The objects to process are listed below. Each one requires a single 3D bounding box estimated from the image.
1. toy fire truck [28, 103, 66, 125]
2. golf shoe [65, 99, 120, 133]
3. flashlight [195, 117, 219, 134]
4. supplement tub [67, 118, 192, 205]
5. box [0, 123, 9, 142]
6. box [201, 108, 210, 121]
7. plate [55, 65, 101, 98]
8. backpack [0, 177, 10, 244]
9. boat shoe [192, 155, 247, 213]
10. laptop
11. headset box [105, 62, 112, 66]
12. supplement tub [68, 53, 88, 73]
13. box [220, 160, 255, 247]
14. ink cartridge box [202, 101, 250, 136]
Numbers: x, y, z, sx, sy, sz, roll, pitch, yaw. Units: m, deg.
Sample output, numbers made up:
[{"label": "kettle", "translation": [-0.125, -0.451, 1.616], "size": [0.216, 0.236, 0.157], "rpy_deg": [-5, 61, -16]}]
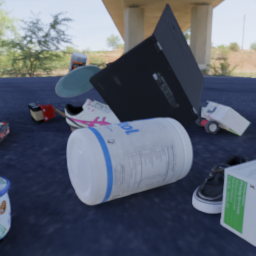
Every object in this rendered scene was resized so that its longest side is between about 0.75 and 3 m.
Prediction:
[{"label": "toy fire truck", "translation": [-3.575, -0.693, 12.778], "size": [1.599, 1.029, 1.407], "rpy_deg": [-18, 19, -24]}, {"label": "golf shoe", "translation": [-0.878, -0.339, 8.135], "size": [2.219, 1.022, 0.806], "rpy_deg": [-4, 35, 22]}, {"label": "flashlight", "translation": [3.091, -0.132, 11.120], "size": [0.518, 0.520, 1.531], "rpy_deg": [42, 3, -12]}, {"label": "supplement tub", "translation": [0.017, 0.616, 5.843], "size": [2.267, 1.496, 1.496], "rpy_deg": [-9, 16, -31]}, {"label": "box", "translation": [-5.104, 0.288, 9.399], "size": [1.585, 0.437, 2.321], "rpy_deg": [-2, 14, -10]}, {"label": "box", "translation": [4.009, -0.622, 13.074], "size": [0.909, 0.498, 1.030], "rpy_deg": [1, 15, -2]}, {"label": "plate", "translation": [-2.090, -2.001, 11.760], "size": [2.124, 0.271, 2.124], "rpy_deg": [-27, -15, -8]}, {"label": "backpack", "translation": [-2.675, 1.129, 4.021], "size": [1.857, 1.502, 1.950], "rpy_deg": [5, 7, -27]}, {"label": "boat shoe", "translation": [1.975, 1.041, 5.733], "size": [0.732, 0.694, 2.094], "rpy_deg": [13, 18, 42]}, {"label": "laptop", "translation": [0.801, -1.394, 8.062], "size": [2.992, 2.802, 1.734], "rpy_deg": [-34, 30, 5]}, {"label": "headset box", "translation": [-0.470, -2.311, 11.909], "size": [0.755, 1.016, 0.381], "rpy_deg": [-17, -11, 2]}, {"label": "supplement tub", "translation": [-2.276, -2.723, 12.591], "size": [0.726, 1.185, 0.726], "rpy_deg": [13, 25, -6]}, {"label": "box", "translation": [2.184, 1.169, 4.474], "size": [1.050, 1.045, 0.900], "rpy_deg": [-8, 16, -30]}, {"label": "ink cartridge box", "translation": [3.674, -0.419, 10.959], "size": [1.108, 0.637, 1.893], "rpy_deg": [32, 5, -16]}]
